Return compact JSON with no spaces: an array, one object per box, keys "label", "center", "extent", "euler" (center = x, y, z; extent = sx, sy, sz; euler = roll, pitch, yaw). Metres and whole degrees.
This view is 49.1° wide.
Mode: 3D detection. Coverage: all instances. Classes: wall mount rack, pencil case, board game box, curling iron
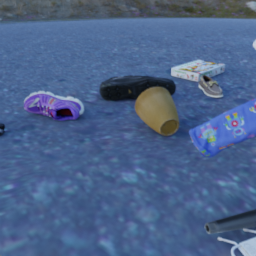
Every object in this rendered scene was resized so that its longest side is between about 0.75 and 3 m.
[{"label":"wall mount rack","center":[1.998,1.950,4.598],"extent":[0.968,0.361,0.841],"euler":[-10,31,-19]},{"label":"pencil case","center":[1.826,0.025,4.868],"extent":[1.470,0.638,0.574],"euler":[-27,-24,22]},{"label":"board game box","center":[3.603,-2.961,14.340],"extent":[1.593,0.437,2.523],"euler":[23,34,39]},{"label":"curling iron","center":[2.659,1.560,5.332],"extent":[2.877,0.368,0.713],"euler":[-11,26,-23]}]

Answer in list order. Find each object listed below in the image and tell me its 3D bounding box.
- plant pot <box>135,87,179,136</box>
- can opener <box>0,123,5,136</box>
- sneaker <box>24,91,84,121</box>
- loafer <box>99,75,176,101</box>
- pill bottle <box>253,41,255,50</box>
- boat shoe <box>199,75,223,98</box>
[{"label":"plant pot","center":[0.988,-0.384,8.527],"extent":[1.236,1.236,1.326],"euler":[-8,39,-15]},{"label":"can opener","center":[-4.270,0.022,8.434],"extent":[1.128,0.358,0.444],"euler":[1,27,0]},{"label":"sneaker","center":[-2.563,-0.676,9.381],"extent":[2.073,0.836,0.865],"euler":[5,32,8]},{"label":"loafer","center":[0.358,-1.659,11.049],"extent":[2.989,1.015,1.049],"euler":[-1,36,5]},{"label":"pill bottle","center":[4.253,-2.476,6.726],"extent":[1.264,2.172,1.264],"euler":[28,30,-18]},{"label":"boat shoe","center":[3.492,-1.769,11.851],"extent":[0.631,0.522,1.756],"euler":[-4,27,-7]}]
